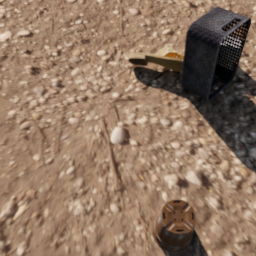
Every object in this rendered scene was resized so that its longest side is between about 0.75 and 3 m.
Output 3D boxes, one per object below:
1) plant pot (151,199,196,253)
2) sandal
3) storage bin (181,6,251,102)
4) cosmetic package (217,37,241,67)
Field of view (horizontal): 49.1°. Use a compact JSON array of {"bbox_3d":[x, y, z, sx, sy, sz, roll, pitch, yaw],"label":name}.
[{"bbox_3d":[1.183,2.376,6.997,1.134,1.123,1.134,0,53,0],"label":"plant pot"},{"bbox_3d":[1.339,-2.813,10.715,2.594,0.951,0.853,9,80,9],"label":"sandal"},{"bbox_3d":[2.877,-2.442,9.489,1.774,2.624,1.230,-39,59,-24],"label":"storage bin"},{"bbox_3d":[3.655,-2.944,10.857,1.064,1.068,0.656,13,57,10],"label":"cosmetic package"}]
